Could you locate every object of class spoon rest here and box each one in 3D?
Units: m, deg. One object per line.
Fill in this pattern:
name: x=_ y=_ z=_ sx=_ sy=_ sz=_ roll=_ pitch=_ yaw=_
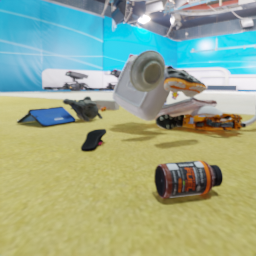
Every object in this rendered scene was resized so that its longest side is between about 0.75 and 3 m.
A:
spoon rest: x=3.818 y=-0.425 z=11.157 sx=2.902 sy=0.880 sz=1.442 roll=-6 pitch=-17 yaw=9

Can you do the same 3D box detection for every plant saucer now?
plant saucer: x=0.718 y=-1.809 z=9.177 sx=1.404 sy=1.404 sz=0.352 roll=-6 pitch=27 yaw=-31

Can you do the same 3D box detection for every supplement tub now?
supplement tub: x=1.043 y=0.863 z=4.808 sx=1.099 sy=0.588 sz=0.588 roll=-3 pitch=10 yaw=-16

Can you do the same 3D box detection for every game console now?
game console: x=-3.707 y=-0.296 z=12.779 sx=1.658 sy=1.150 sz=1.943 roll=40 pitch=29 yaw=23

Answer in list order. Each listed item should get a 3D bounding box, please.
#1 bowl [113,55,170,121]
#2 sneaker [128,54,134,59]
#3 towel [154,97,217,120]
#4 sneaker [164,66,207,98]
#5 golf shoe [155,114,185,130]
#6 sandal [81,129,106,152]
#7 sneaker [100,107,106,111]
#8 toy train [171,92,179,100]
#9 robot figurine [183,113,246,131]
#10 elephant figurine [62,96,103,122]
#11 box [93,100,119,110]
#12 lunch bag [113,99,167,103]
bowl: x=0.440 y=-1.577 z=10.611 sx=2.238 sy=2.235 sz=0.835 roll=34 pitch=14 yaw=32
sneaker: x=0.584 y=-2.691 z=11.676 sx=0.711 sy=0.482 sz=1.230 roll=3 pitch=-16 yaw=35
towel: x=2.211 y=-0.793 z=12.114 sx=2.567 sy=0.414 sz=2.452 roll=-15 pitch=-8 yaw=36
sneaker: x=1.780 y=-1.430 z=8.615 sx=1.792 sy=0.692 sz=0.701 roll=10 pitch=-30 yaw=-40
golf shoe: x=1.633 y=-0.198 z=11.432 sx=1.613 sy=0.623 sz=0.711 roll=-1 pitch=-8 yaw=-38
sandal: x=-1.033 y=0.417 z=8.428 sx=0.565 sy=0.339 sz=1.504 roll=-3 pitch=23 yaw=14
sneaker: x=-1.531 y=-1.167 z=17.829 sx=0.312 sy=0.295 sz=0.808 roll=24 pitch=18 yaw=8
toy train: x=2.180 y=-1.660 z=12.441 sx=0.285 sy=1.026 sz=0.771 roll=39 pitch=36 yaw=13
robot figurine: x=3.238 y=-0.226 z=10.502 sx=1.566 sy=0.629 sz=2.160 roll=1 pitch=0 yaw=-44
elephant figurine: x=-2.118 y=-0.870 z=13.295 sx=1.405 sy=1.281 sz=1.811 roll=-14 pitch=3 yaw=2
box: x=-1.460 y=-1.536 z=18.688 sx=1.607 sy=0.625 sz=0.763 roll=4 pitch=10 yaw=22
lunch bag: x=0.484 y=-1.369 z=12.019 sx=1.814 sy=1.156 sz=1.542 roll=-8 pitch=-8 yaw=41
